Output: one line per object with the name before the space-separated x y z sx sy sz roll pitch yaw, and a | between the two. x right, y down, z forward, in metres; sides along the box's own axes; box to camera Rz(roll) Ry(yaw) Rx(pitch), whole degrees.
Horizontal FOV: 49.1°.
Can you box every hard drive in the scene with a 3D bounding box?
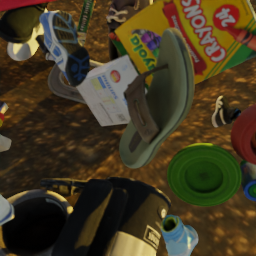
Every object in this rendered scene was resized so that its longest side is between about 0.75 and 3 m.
hard drive | -2.481 -2.968 9.785 1.311 0.277 0.884 -14 56 -37

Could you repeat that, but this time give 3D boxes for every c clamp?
c clamp | -1.348 -1.852 9.006 2.737 0.371 2.338 22 66 6

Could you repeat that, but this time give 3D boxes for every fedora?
fedora | -2.065 2.252 6.158 1.837 0.829 1.625 -21 59 -18

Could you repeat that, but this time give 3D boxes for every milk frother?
milk frother | -0.856 2.301 5.762 2.692 2.429 2.532 -16 41 44

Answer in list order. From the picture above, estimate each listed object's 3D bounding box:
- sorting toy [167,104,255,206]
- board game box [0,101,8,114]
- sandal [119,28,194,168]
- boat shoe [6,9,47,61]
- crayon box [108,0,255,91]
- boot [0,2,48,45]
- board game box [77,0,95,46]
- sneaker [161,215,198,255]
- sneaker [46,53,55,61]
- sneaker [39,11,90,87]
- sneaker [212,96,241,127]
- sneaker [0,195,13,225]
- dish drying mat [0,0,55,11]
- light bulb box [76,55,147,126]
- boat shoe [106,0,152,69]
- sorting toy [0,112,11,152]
sorting toy | 1.890 0.449 4.932 2.415 1.451 0.991 -33 13 22
board game box | -4.463 -0.245 8.203 1.076 0.275 1.588 17 58 11
sandal | 0.252 -0.244 4.390 0.748 2.622 1.041 2 43 -24
boat shoe | -3.776 -3.444 10.024 0.945 0.997 2.852 1 55 14
crayon box | 1.001 -1.702 5.496 2.742 1.741 0.696 -24 22 32
boot | -2.655 -3.635 7.690 0.907 2.009 2.452 27 38 -13
board game box | -1.003 -3.266 7.284 0.303 2.585 1.354 14 15 -15
sneaker | 0.798 1.566 4.333 0.372 0.935 0.611 -19 88 22
sneaker | -2.529 -2.638 9.850 0.459 0.300 0.799 17 55 4
sneaker | -1.084 -1.359 4.867 0.549 1.424 0.539 25 53 32
sneaker | 2.316 -0.413 6.418 0.563 0.368 1.007 -13 35 40
sneaker | -2.768 1.834 4.580 1.908 0.841 0.718 -34 56 -6
dish drying mat | -1.672 -2.672 4.787 2.827 0.257 1.086 -20 102 -17
light bulb box | -0.316 -0.757 6.110 1.237 1.226 0.772 -5 34 50
boat shoe | -0.058 -2.511 6.680 0.962 2.649 0.831 24 39 33
sorting toy | -3.414 -0.174 5.320 1.978 1.966 0.688 -13 55 46
